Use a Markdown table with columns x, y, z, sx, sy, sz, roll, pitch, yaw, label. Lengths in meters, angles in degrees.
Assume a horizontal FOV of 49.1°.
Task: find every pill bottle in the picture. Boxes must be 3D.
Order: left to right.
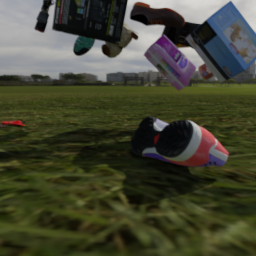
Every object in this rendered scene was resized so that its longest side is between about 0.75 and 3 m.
| x | y | z | sx | sy | sz | roll | pitch | yaw | label |
| --- | --- | --- | --- | --- | --- | --- | --- | --- | --- |
| 3.490 | -2.472 | 11.333 | 0.671 | 0.671 | 1.196 | -9 | -13 | -44 | pill bottle |

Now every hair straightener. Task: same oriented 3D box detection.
| x | y | z | sx | sy | sz | roll | pitch | yaw | label |
| --- | --- | --- | --- | --- | --- | --- | --- | --- | --- |
| -1.854 | -2.712 | 6.425 | 0.270 | 0.508 | 1.320 | 19 | 43 | -15 | hair straightener |

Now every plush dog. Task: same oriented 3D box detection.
| x | y | z | sx | sy | sz | roll | pitch | yaw | label |
| --- | --- | --- | --- | --- | --- | --- | --- | --- | --- |
| -0.417 | -3.367 | 11.034 | 1.297 | 1.389 | 1.617 | 41 | 25 | 9 | plush dog |

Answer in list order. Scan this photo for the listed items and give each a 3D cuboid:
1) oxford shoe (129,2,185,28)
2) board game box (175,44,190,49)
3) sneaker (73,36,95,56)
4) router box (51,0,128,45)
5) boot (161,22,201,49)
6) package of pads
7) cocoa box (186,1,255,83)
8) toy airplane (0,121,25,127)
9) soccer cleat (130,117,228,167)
| x | y | z | sx | sy | sz | roll | pitch | yaw | label |
| --- | --- | --- | --- | --- | --- | --- | --- | --- | --- |
| 0.968 | -3.679 | 9.551 | 1.899 | 0.689 | 0.676 | 17 | -26 | 11 | oxford shoe |
| 3.181 | -3.850 | 12.129 | 2.725 | 0.408 | 1.302 | -1 | 33 | 19 | board game box |
| -1.461 | -3.249 | 10.134 | 0.609 | 1.636 | 0.716 | 33 | -6 | -16 | sneaker |
| -0.763 | -3.070 | 6.270 | 1.559 | 2.081 | 0.646 | 10 | 16 | -9 | router box |
| 2.070 | -3.532 | 11.605 | 1.496 | 2.001 | 0.753 | 16 | 51 | -3 | boot |
| 1.605 | -2.459 | 10.482 | 0.742 | 1.961 | 1.182 | -37 | 14 | 45 | package of pads |
| 3.315 | -2.868 | 9.535 | 1.381 | 2.071 | 1.359 | -41 | 4 | -19 | cocoa box |
| -4.275 | -0.167 | 10.299 | 0.978 | 0.180 | 0.978 | -1 | 8 | 0 | toy airplane |
| 0.830 | 0.328 | 5.611 | 0.965 | 0.899 | 2.636 | 27 | -8 | -18 | soccer cleat |
